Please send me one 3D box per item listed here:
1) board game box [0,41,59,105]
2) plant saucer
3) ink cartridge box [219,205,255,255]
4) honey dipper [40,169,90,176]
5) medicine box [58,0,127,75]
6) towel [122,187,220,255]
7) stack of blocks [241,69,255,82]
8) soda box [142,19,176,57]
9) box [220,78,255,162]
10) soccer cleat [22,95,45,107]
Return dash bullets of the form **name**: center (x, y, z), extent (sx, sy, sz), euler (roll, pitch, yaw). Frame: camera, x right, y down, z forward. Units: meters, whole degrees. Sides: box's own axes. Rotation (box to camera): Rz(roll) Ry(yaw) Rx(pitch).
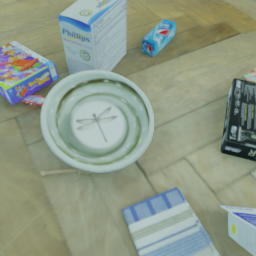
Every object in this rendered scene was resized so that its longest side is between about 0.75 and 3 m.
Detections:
- **board game box**: center (-3.637, -1.852, 8.928), extent (2.473, 0.554, 1.663), euler (32, 57, 33)
- **plant saucer**: center (-0.775, -0.148, 7.343), extent (2.868, 0.720, 2.868), euler (4, 65, -8)
- **ink cartridge box**: center (3.252, 2.028, 4.959), extent (2.532, 2.562, 0.602), euler (6, 85, -1)
- **honey dipper**: center (-1.562, 1.082, 6.936), extent (1.232, 0.234, 0.234), euler (-7, 51, -1)
- **medicine box**: center (-0.994, -2.873, 8.889), extent (1.142, 2.219, 2.021), euler (22, 54, 17)
- **towel**: center (0.907, 2.347, 5.859), extent (1.512, 0.245, 2.058), euler (-19, 51, -12)
- **stack of blocks**: center (4.233, -1.595, 9.060), extent (1.130, 0.331, 0.650), euler (-13, 51, -10)
- **soda box**: center (1.150, -3.357, 10.371), extent (0.535, 0.566, 1.668), euler (26, 54, 20)
- **box**: center (3.781, -0.205, 7.755), extent (2.049, 0.557, 2.558), euler (14, 52, 11)
- **soccer cleat**: center (-2.762, -0.853, 8.414), extent (0.916, 0.305, 0.350), euler (13, 85, 6)
